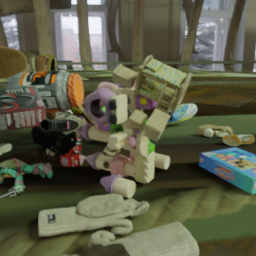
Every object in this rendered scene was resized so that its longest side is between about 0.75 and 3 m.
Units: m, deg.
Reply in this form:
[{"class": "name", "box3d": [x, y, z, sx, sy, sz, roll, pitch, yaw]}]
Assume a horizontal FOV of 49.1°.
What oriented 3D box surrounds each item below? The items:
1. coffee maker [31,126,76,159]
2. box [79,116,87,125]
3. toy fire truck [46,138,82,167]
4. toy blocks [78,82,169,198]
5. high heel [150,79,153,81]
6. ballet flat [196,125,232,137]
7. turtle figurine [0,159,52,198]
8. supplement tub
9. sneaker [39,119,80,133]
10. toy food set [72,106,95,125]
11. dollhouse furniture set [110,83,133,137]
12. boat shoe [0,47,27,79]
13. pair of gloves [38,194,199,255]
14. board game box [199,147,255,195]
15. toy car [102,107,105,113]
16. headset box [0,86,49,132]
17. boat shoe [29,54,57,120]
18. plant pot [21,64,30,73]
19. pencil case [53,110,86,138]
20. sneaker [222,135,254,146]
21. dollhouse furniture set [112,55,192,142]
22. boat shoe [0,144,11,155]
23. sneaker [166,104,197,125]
[{"class": "coffee maker", "box3d": [-2.303, 0.304, 8.296, 1.158, 0.780, 1.113, 22, 16, 26]}, {"class": "box", "box3d": [-1.701, -0.476, 13.573, 1.025, 0.293, 1.498, -7, 17, -23]}, {"class": "toy fire truck", "box3d": [-2.143, 0.681, 9.066, 1.269, 0.439, 1.800, -2, 23, -4]}, {"class": "toy blocks", "box3d": [-0.496, 0.098, 7.261, 2.392, 2.655, 2.841, 11, 20, 30]}, {"class": "high heel", "box3d": [0.485, -1.961, 9.853, 1.279, 0.614, 0.431, 6, 32, -25]}, {"class": "ballet flat", "box3d": [3.418, 0.159, 11.072, 1.414, 0.498, 0.461, -2, 30, 6]}, {"class": "turtle figurine", "box3d": [-2.804, 1.166, 6.987, 1.607, 0.809, 1.203, -5, 15, -38]}, {"class": "supplement tub", "box3d": [-2.734, -1.195, 9.370, 2.268, 1.390, 1.390, -2, 15, 7]}, {"class": "sneaker", "box3d": [-1.815, -0.049, 7.330, 1.054, 0.373, 0.523, 1, 4, 0]}, {"class": "toy food set", "box3d": [-1.760, -0.436, 11.249, 0.390, 1.942, 1.341, -40, 40, -5]}, {"class": "dollhouse furniture set", "box3d": [-0.172, -0.700, 10.773, 1.166, 1.854, 2.097, 9, 4, 4]}, {"class": "boat shoe", "box3d": [-4.309, -1.750, 8.126, 2.583, 0.932, 0.930, -22, 18, -25]}, {"class": "pair of gloves", "box3d": [-0.353, 1.881, 4.869, 2.223, 0.458, 2.615, -10, 12, -22]}, {"class": "board game box", "box3d": [3.151, 1.096, 7.712, 1.464, 0.433, 1.925, -6, 16, -25]}, {"class": "toy car", "box3d": [-0.859, -0.943, 14.603, 1.742, 0.388, 1.639, 9, 8, 30]}, {"class": "headset box", "box3d": [-3.110, -0.551, 7.779, 1.723, 0.646, 1.281, -10, 38, -25]}, {"class": "boat shoe", "box3d": [-3.108, -1.672, 10.879, 0.979, 2.881, 1.036, -18, -17, 3]}, {"class": "plant pot", "box3d": [-5.650, -2.312, 16.807, 2.298, 2.636, 2.636, 19, 17, 0]}, {"class": "pencil case", "box3d": [-2.539, -0.239, 11.383, 1.162, 1.011, 2.598, -13, 19, -19]}, {"class": "sneaker", "box3d": [3.982, 0.457, 10.277, 1.129, 0.427, 0.495, 1, -2, 1]}, {"class": "dollhouse furniture set", "box3d": [0.231, -0.790, 5.783, 1.656, 0.920, 1.464, 27, 52, 12]}, {"class": "boat shoe", "box3d": [-4.317, 0.718, 9.335, 0.270, 0.323, 0.903, 6, 11, 21]}, {"class": "sneaker", "box3d": [2.190, -0.545, 12.212, 1.887, 0.714, 0.991, -21, 4, 0]}]
